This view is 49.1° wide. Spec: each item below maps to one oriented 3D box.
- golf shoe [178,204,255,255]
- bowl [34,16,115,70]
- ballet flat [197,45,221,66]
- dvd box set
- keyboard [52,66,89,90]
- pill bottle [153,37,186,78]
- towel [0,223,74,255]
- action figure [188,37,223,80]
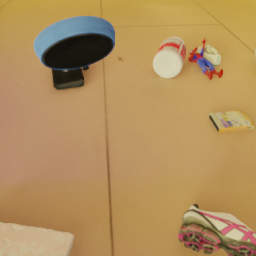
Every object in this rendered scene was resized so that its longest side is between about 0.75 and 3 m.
[{"bbox_3d":[2.121,2.096,5.503,2.129,0.773,0.980,15,41,18],"label":"golf shoe"},{"bbox_3d":[-1.270,-2.007,6.948,2.017,2.017,0.396,-14,82,-17],"label":"bowl"},{"bbox_3d":[3.633,-3.369,12.471,0.627,0.627,1.748,-11,39,-13],"label":"ballet flat"},{"bbox_3d":[3.253,-0.217,8.864,1.141,0.168,0.835,-6,39,-6],"label":"dvd box set"},{"bbox_3d":[-2.295,-2.378,11.449,1.594,0.340,2.654,-14,41,-7],"label":"keyboard"},{"bbox_3d":[1.767,-2.997,11.537,1.138,1.138,2.028,10,40,13],"label":"pill bottle"},{"bbox_3d":[-2.491,2.813,4.914,2.546,0.410,2.431,7,39,8],"label":"towel"},{"bbox_3d":[3.150,-2.996,11.660,0.719,1.090,2.202,-11,38,-14],"label":"action figure"}]
